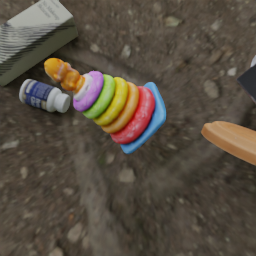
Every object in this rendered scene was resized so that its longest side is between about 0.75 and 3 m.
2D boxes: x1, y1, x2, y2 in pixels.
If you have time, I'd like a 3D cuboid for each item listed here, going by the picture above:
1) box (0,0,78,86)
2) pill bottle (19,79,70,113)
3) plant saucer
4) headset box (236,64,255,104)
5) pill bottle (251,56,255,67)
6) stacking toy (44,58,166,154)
[{"bbox_3d":[-2.912,-2.524,8.076,2.769,0.947,1.138,-40,76,-12],"label":"box"},{"bbox_3d":[-2.249,-0.835,7.666,1.225,0.680,0.680,19,73,6],"label":"pill bottle"},{"bbox_3d":[2.145,0.292,4.698,1.818,1.818,0.293,21,104,7],"label":"plant saucer"},{"bbox_3d":[3.146,-0.591,5.696,0.812,2.101,1.564,-42,71,25],"label":"headset box"},{"bbox_3d":[4.020,-1.806,8.115,0.783,0.428,0.428,17,73,6],"label":"pill bottle"},{"bbox_3d":[-0.522,-0.577,5.209,2.296,1.260,1.332,28,32,-31],"label":"stacking toy"}]
